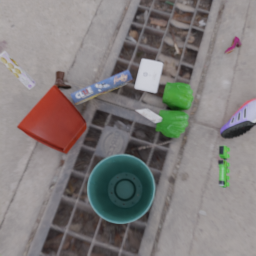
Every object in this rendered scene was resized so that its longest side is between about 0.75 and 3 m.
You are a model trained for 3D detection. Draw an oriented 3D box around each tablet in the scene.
[{"bbox_3d":[0.864,-2.173,11.644,0.930,0.098,1.429,13,72,4],"label":"tablet"}]

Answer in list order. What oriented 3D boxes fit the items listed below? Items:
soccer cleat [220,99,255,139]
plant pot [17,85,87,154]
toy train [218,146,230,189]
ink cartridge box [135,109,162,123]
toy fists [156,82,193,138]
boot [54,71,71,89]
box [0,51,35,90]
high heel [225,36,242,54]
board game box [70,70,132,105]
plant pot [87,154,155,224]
[{"bbox_3d":[4.550,-0.479,10.726,2.764,0.943,1.012,-26,62,-10],"label":"soccer cleat"},{"bbox_3d":[-2.522,-0.094,10.116,1.658,1.882,1.880,37,77,1],"label":"plant pot"},{"bbox_3d":[2.905,1.171,8.527,0.376,0.278,1.334,20,70,-39],"label":"toy train"},{"bbox_3d":[0.713,-0.424,10.060,0.688,0.175,0.781,-11,36,-44],"label":"ink cartridge box"},{"bbox_3d":[1.844,-0.693,10.825,1.148,0.775,2.253,12,73,11],"label":"toy fists"},{"bbox_3d":[-2.657,-1.999,11.523,0.747,0.257,0.801,4,67,-1],"label":"boot"},{"bbox_3d":[-3.929,-2.021,9.940,0.313,1.509,0.292,-33,34,9],"label":"box"},{"bbox_3d":[4.385,-3.529,11.952,1.029,0.347,0.494,-31,84,-25],"label":"high heel"},{"bbox_3d":[-1.047,-1.492,10.651,2.264,1.534,0.392,-24,96,-8],"label":"board game box"},{"bbox_3d":[-0.177,2.047,9.374,2.087,1.675,2.087,-1,75,3],"label":"plant pot"}]
